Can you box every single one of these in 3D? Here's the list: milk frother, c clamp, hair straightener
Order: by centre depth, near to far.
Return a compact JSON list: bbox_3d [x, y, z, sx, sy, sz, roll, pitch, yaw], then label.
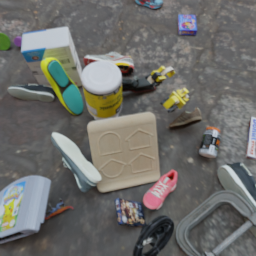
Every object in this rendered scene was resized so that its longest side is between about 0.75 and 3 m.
[{"bbox_3d":[1.136,3.805,6.065,2.670,2.838,2.561,19,33,20],"label":"milk frother"},{"bbox_3d":[2.646,2.792,7.698,2.633,0.357,2.249,-35,37,2],"label":"c clamp"},{"bbox_3d":[0.076,-1.778,10.822,2.409,0.927,0.493,-5,62,-18],"label":"hair straightener"}]

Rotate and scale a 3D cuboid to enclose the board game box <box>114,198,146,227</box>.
[{"bbox_3d":[0.068,2.511,8.251,0.184,1.066,0.722,-33,52,29],"label":"board game box"}]

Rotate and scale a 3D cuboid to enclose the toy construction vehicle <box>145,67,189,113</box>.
[{"bbox_3d":[1.467,-1.383,9.487,1.566,0.634,1.799,51,35,13],"label":"toy construction vehicle"}]

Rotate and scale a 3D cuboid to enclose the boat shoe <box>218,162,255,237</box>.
[{"bbox_3d":[3.805,2.219,8.463,0.822,1.030,2.725,-16,62,-16],"label":"boat shoe"}]

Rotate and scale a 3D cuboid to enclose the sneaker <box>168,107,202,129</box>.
[{"bbox_3d":[2.049,-0.324,10.099,1.355,0.477,0.512,-19,64,41],"label":"sneaker"}]

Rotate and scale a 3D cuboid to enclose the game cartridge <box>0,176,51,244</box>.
[{"bbox_3d":[-3.096,2.234,7.720,2.412,0.488,1.608,-27,42,31],"label":"game cartridge"}]

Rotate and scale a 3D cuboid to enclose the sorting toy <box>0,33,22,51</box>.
[{"bbox_3d":[-5.851,-4.077,12.939,2.249,0.780,0.775,1,33,3],"label":"sorting toy"}]

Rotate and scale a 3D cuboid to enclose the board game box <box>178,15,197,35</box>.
[{"bbox_3d":[2.870,-5.022,13.643,0.827,0.275,1.230,3,55,4],"label":"board game box"}]

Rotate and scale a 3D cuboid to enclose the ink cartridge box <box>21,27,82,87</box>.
[{"bbox_3d":[-2.812,-2.536,10.724,1.688,2.312,0.974,-9,62,-1],"label":"ink cartridge box"}]

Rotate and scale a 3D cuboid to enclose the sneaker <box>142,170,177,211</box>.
[{"bbox_3d":[0.993,1.837,8.603,0.618,0.727,1.677,31,40,21],"label":"sneaker"}]

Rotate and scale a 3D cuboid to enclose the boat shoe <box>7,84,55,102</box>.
[{"bbox_3d":[-3.813,-1.460,11.148,1.804,0.682,0.544,11,57,-7],"label":"boat shoe"}]

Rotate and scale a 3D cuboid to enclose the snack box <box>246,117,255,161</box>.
[{"bbox_3d":[4.651,0.399,10.116,0.601,0.203,1.671,15,61,8],"label":"snack box"}]

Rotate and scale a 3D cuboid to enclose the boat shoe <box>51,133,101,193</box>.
[{"bbox_3d":[-1.749,1.025,8.512,2.195,0.799,0.678,44,104,21],"label":"boat shoe"}]

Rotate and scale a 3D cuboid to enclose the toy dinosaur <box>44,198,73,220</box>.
[{"bbox_3d":[-2.235,2.525,8.553,0.806,0.423,0.731,14,46,23],"label":"toy dinosaur"}]

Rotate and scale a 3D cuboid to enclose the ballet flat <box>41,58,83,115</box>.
[{"bbox_3d":[-2.441,-1.532,10.319,0.819,2.444,0.817,19,57,39],"label":"ballet flat"}]

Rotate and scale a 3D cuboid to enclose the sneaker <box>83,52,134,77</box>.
[{"bbox_3d":[-0.823,-2.760,11.917,2.137,0.832,0.878,7,57,-6],"label":"sneaker"}]

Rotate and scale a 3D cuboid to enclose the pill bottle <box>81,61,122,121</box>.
[{"bbox_3d":[-0.853,-1.088,9.820,1.302,2.339,1.302,0,60,0],"label":"pill bottle"}]

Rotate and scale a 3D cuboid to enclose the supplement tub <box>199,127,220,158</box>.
[{"bbox_3d":[2.819,0.497,9.612,0.594,0.594,0.969,15,76,10],"label":"supplement tub"}]

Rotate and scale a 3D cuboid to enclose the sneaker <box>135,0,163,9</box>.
[{"bbox_3d":[1.094,-6.661,14.478,1.520,0.726,0.603,17,58,11],"label":"sneaker"}]

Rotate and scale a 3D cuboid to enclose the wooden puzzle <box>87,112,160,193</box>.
[{"bbox_3d":[-0.113,0.758,9.066,2.149,2.321,0.537,-10,14,-11],"label":"wooden puzzle"}]
